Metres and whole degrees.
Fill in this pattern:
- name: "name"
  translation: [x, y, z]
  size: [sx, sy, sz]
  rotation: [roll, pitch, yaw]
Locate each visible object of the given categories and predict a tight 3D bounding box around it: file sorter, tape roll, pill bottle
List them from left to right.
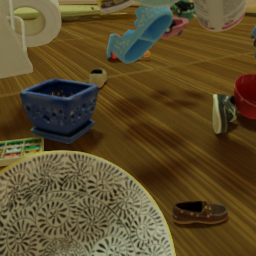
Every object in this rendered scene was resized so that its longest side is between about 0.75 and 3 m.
- name: "file sorter"
  translation: [-2.203, -1.590, 3.510]
  size: [1.307, 1.883, 1.173]
  rotation: [-13, 65, -4]
- name: "tape roll"
  translation: [-2.930, -3.275, 8.096]
  size: [1.945, 1.945, 0.680]
  rotation: [-8, 61, -15]
- name: "pill bottle"
  translation: [-0.592, -4.573, 8.137]
  size: [1.151, 2.107, 1.151]
  rotation: [-14, 31, 9]
- name: "pill bottle"
  translation: [1.815, -2.925, 5.638]
  size: [1.105, 1.105, 1.950]
  rotation: [14, -7, 24]

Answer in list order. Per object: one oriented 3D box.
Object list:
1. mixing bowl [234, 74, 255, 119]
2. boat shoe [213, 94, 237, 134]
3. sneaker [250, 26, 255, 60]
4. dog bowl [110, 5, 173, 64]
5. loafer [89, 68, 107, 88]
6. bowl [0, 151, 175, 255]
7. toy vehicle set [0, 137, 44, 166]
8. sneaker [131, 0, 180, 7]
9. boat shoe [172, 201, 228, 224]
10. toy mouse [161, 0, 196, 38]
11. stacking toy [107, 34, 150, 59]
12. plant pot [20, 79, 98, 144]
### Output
- name: "mixing bowl"
  translation: [3.640, -0.779, 7.986]
  size: [1.459, 0.790, 1.459]
  rotation: [2, 49, -2]
- name: "boat shoe"
  translation: [2.645, -0.452, 7.650]
  size: [0.673, 0.715, 1.992]
  rotation: [4, 26, 17]
- name: "sneaker"
  translation: [2.115, -1.364, 3.859]
  size: [0.700, 1.703, 0.630]
  rotation: [-33, 67, 14]
- name: "dog bowl"
  translation: [0.346, -2.303, 6.846]
  size: [1.022, 1.834, 0.455]
  rotation: [-12, 64, -54]
- name: "loafer"
  translation: [-1.135, -2.013, 10.689]
  size: [0.620, 0.560, 1.639]
  rotation: [0, 29, 0]
- name: "bowl"
  translation: [-0.707, 1.502, 3.302]
  size: [2.315, 1.087, 2.315]
  rotation: [20, 40, -18]
- name: "toy vehicle set"
  translation: [-2.604, 0.545, 6.397]
  size: [1.280, 0.170, 0.795]
  rotation: [-7, 29, -12]
- name: "sneaker"
  translation: [0.388, -2.732, 5.365]
  size: [2.013, 0.744, 0.825]
  rotation: [-7, 24, -22]
- name: "boat shoe"
  translation: [1.214, 1.386, 4.681]
  size: [0.968, 0.340, 0.341]
  rotation: [-3, 28, -8]
- name: "toy mouse"
  translation: [1.484, -3.539, 9.129]
  size: [2.383, 0.519, 2.682]
  rotation: [10, 52, 12]
- name: "stacking toy"
  translation: [0.075, -3.792, 13.657]
  size: [2.080, 1.142, 1.207]
  rotation: [15, 21, 5]
- name: "plant pot"
  translation: [-1.639, -0.420, 6.989]
  size: [1.383, 1.243, 1.383]
  rotation: [11, 27, 20]
